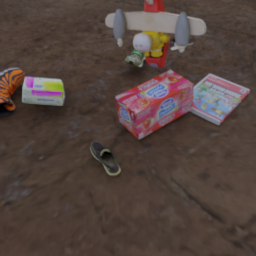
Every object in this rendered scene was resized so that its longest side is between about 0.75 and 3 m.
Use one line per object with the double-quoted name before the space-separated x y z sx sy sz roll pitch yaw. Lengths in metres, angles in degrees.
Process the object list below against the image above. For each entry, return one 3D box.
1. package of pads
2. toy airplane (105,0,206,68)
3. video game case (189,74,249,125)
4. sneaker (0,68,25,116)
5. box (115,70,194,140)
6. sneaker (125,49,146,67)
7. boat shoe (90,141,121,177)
"package of pads" -3.004 -1.344 10.015 1.394 0.615 1.805 2 22 -19
"toy airplane" 0.776 -3.363 9.335 2.763 2.775 1.958 41 58 -13
"video game case" 3.302 -1.184 10.797 1.789 0.218 2.502 31 52 28
"sneaker" -4.515 -1.226 10.450 1.389 0.962 2.480 27 56 18
"box" 0.934 -0.841 9.571 2.451 1.170 1.222 -28 46 -21
"sneaker" 0.481 -3.346 12.166 0.787 0.907 2.047 23 41 10
"boat shoe" -0.693 0.816 8.498 0.542 0.480 1.480 -26 49 -25
